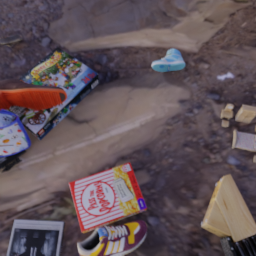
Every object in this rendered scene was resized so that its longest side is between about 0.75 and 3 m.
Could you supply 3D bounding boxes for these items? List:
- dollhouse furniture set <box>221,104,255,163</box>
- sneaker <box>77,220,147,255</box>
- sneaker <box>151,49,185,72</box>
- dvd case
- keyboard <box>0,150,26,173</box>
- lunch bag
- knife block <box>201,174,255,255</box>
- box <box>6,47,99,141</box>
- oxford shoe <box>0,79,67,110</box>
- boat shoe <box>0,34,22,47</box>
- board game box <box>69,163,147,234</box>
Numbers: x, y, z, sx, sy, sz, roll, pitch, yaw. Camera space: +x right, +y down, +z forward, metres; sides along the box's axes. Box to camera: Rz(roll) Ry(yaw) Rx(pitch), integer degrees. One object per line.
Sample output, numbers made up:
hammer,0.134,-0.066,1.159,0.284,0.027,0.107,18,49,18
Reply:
dollhouse furniture set,3.606,0.149,8.786,1.354,0.775,1.588,11,64,6
sneaker,-0.377,2.879,7.297,1.892,0.852,0.709,-29,30,-13
sneaker,1.406,-2.511,10.263,1.241,0.494,0.810,-4,66,-12
dvd case,-2.529,3.460,7.466,1.419,0.234,1.888,2,63,2
keyboard,-3.815,1.092,8.656,1.405,0.278,0.731,-37,56,-22
lunch bag,-3.858,0.179,8.419,1.558,1.325,0.965,-5,49,0
knife block,3.081,2.618,7.620,1.884,0.687,2.146,24,67,11
box,-2.705,-1.265,9.600,2.007,0.554,2.939,35,69,16
oxford shoe,-3.238,-1.175,8.740,2.647,0.942,0.960,-1,54,-5
boat shoe,-4.446,-3.220,10.542,0.972,0.356,0.362,-27,66,-37
board game box,-0.596,1.990,8.064,1.891,0.438,1.432,-18,65,-9
